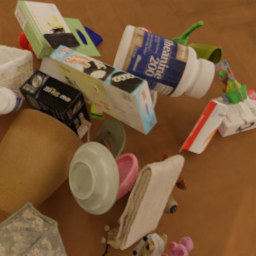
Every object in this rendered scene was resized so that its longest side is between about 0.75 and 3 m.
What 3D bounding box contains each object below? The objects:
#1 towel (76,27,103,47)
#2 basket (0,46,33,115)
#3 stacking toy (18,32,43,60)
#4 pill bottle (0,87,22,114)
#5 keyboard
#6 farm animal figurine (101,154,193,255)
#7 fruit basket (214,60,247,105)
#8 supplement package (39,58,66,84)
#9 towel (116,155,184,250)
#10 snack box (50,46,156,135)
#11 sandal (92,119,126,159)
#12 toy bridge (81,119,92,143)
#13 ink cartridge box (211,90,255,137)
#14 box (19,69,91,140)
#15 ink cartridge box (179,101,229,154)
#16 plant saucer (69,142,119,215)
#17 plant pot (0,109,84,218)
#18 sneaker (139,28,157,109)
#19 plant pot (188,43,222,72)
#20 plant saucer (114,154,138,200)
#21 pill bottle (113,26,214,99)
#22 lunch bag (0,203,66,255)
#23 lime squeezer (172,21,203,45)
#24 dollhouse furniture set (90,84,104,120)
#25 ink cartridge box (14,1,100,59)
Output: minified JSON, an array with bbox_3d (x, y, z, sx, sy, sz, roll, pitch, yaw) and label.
[{"bbox_3d":[-1.897,-3.457,11.493,1.109,0.372,1.502,38,65,13],"label":"towel"},{"bbox_3d":[-4.157,-1.557,8.657,1.872,1.505,1.855,16,36,19],"label":"basket"},{"bbox_3d":[-3.071,-3.001,10.845,2.927,1.249,1.249,27,62,23],"label":"stacking toy"},{"bbox_3d":[-3.260,-0.715,7.362,0.683,1.231,0.683,-1,96,-9],"label":"pill bottle"},{"bbox_3d":[-1.974,-2.769,8.437,0.759,0.289,1.458,50,28,-1],"label":"keyboard"},{"bbox_3d":[0.586,2.270,7.417,2.295,1.429,2.842,-6,59,22],"label":"farm animal figurine"},{"bbox_3d":[3.029,-1.361,8.584,0.641,1.266,1.367,-31,93,4],"label":"fruit basket"},{"bbox_3d":[-2.073,-1.644,9.437,1.650,0.964,0.968,23,16,-1],"label":"supplement package"},{"bbox_3d":[0.503,1.683,6.504,0.388,2.251,1.492,31,23,30],"label":"towel"},{"bbox_3d":[-0.659,-1.030,7.486,2.905,1.688,0.539,29,69,28],"label":"snack box"},{"bbox_3d":[-0.709,0.687,7.895,0.911,0.655,2.296,14,61,16],"label":"sandal"},{"bbox_3d":[-1.518,0.553,8.427,0.546,0.221,1.625,29,81,-3],"label":"toy bridge"},{"bbox_3d":[3.691,-0.507,9.439,1.606,0.677,1.163,-15,59,-9],"label":"ink cartridge box"},{"bbox_3d":[-2.158,-0.577,8.690,1.651,2.017,0.868,27,65,17],"label":"box"},{"bbox_3d":[2.235,0.012,7.980,0.499,1.989,1.613,33,105,16],"label":"ink cartridge box"},{"bbox_3d":[-0.939,1.176,6.468,0.423,1.685,1.685,1,47,-47],"label":"plant saucer"},{"bbox_3d":[-2.680,1.126,7.483,2.241,2.241,2.404,22,60,13],"label":"plant pot"},{"bbox_3d":[0.291,-1.684,8.925,1.118,2.871,1.180,-1,17,13],"label":"sneaker"},{"bbox_3d":[2.735,-2.665,10.614,1.179,1.179,1.135,-40,55,-22],"label":"plant pot"},{"bbox_3d":[-0.278,1.269,6.900,0.361,1.422,1.422,47,62,-19],"label":"plant saucer"},{"bbox_3d":[0.908,-1.617,7.349,2.463,1.367,1.367,17,58,-9],"label":"pill bottle"},{"bbox_3d":[-2.322,2.867,5.541,1.201,1.675,2.043,19,40,32],"label":"lunch bag"},{"bbox_3d":[1.360,-2.100,7.685,0.465,2.467,0.871,11,55,-6],"label":"lime squeezer"},{"bbox_3d":[-0.704,-0.608,6.692,0.323,0.835,0.418,6,29,-7],"label":"dollhouse furniture set"},{"bbox_3d":[-2.223,-3.299,9.532,2.612,0.626,1.901,-18,72,-43],"label":"ink cartridge box"}]
